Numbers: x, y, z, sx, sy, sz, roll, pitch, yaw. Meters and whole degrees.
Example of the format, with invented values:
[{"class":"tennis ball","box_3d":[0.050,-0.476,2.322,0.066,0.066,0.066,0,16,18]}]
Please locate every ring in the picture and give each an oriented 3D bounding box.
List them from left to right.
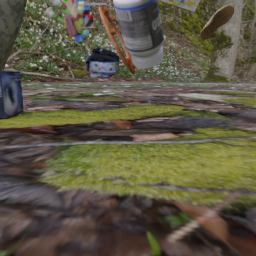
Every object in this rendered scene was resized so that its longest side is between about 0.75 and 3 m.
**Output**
[{"class":"ring","box_3d":[-0.280,-3.009,9.552,0.239,2.493,2.493,-25,6,14]}]

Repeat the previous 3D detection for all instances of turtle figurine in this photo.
[{"class":"turtle figurine","box_3d":[-1.765,-3.601,9.037,1.504,1.551,1.116,33,-11,-13]}]

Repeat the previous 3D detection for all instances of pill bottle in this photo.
[{"class":"pill bottle","box_3d":[0.398,-2.928,8.288,1.214,2.135,1.214,-9,45,9]}]

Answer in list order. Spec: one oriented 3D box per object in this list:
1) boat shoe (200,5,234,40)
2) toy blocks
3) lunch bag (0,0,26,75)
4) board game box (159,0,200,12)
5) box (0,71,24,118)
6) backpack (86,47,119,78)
[{"class":"boat shoe","box_3d":[3.017,-3.662,9.633,1.370,0.502,0.430,-40,16,31]},{"class":"toy blocks","box_3d":[-1.859,-4.422,10.711,0.880,1.761,1.204,-13,-8,-29]},{"class":"lunch bag","box_3d":[-2.613,-1.626,4.419,1.476,2.119,1.777,23,-2,-18]},{"class":"board game box","box_3d":[0.593,-3.423,5.775,1.618,0.412,2.406,11,51,-12]},{"class":"box","box_3d":[-4.708,-1.279,10.404,1.032,1.661,1.675,0,11,1]},{"class":"backpack","box_3d":[-0.725,-1.903,8.430,0.926,0.749,0.972,3,38,8]}]
